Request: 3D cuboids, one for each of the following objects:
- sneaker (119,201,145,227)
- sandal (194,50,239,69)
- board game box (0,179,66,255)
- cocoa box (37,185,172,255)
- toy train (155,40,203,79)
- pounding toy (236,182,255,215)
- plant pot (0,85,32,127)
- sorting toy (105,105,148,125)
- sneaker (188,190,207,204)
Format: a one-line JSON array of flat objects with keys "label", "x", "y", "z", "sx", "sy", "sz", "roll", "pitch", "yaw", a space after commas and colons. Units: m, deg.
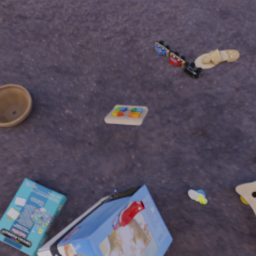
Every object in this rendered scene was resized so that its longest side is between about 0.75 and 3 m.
[{"label": "sneaker", "x": 0.118, "y": 2.019, "z": 6.753, "sx": 0.312, "sy": 0.461, "sz": 0.798, "roll": 50, "pitch": 38, "yaw": -11}, {"label": "sandal", "x": 3.896, "y": -3.169, "z": 12.167, "sx": 2.053, "sy": 0.675, "sz": 0.753, "roll": -13, "pitch": 66, "yaw": -6}, {"label": "board game box", "x": -3.270, "y": 2.964, "z": 9.402, "sx": 1.551, "sy": 0.482, "sz": 2.054, "roll": 22, "pitch": 67, "yaw": 10}, {"label": "cocoa box", "x": -0.440, "y": 3.113, "z": 7.463, "sx": 1.894, "sy": 2.887, "sz": 1.925, "roll": -27, "pitch": 89, "yaw": 32}, {"label": "toy train", "x": 2.107, "y": -2.983, "z": 12.243, "sx": 2.592, "sy": 0.442, "sz": 0.594, "roll": 41, "pitch": 83, "yaw": 16}, {"label": "pounding toy", "x": 4.821, "y": 3.108, "z": 9.208, "sx": 1.680, "sy": 1.686, "sz": 2.939, "roll": -42, "pitch": 59, "yaw": 12}, {"label": "plant pot", "x": -4.586, "y": -0.747, "z": 10.959, "sx": 1.771, "sy": 0.818, "sz": 1.771, "roll": 0, "pitch": 65, "yaw": -1}, {"label": "sorting toy", "x": -0.031, "y": -0.445, "z": 8.557, "sx": 1.116, "sy": 0.220, "sz": 1.206, "roll": 4, "pitch": 25, "yaw": 12}, {"label": "sneaker", "x": 2.386, "y": 2.289, "z": 9.700, "sx": 0.837, "sy": 0.317, "sz": 0.440, "roll": 39, "pitch": 36, "yaw": -21}]
